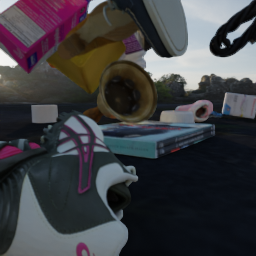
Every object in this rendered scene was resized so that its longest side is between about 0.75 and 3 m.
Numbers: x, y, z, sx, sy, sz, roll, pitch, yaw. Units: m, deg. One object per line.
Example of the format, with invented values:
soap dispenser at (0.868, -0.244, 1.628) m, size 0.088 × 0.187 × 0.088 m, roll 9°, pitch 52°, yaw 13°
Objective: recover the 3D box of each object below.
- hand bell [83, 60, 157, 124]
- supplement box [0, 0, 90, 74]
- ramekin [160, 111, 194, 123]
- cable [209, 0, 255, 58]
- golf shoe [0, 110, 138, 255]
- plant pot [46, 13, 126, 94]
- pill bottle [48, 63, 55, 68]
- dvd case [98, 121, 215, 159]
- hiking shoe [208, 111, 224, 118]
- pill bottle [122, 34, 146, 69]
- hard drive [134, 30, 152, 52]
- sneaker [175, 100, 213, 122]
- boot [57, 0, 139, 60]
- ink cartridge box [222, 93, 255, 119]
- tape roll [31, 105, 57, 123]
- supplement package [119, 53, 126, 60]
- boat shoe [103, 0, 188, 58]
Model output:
hand bell at (-0.656, -0.501, 7.482) m, size 1.506 × 1.506 × 2.892 m, roll -4°, pitch -11°, yaw -31°
supplement box at (-1.824, -2.231, 5.994) m, size 1.883 × 0.973 × 0.953 m, roll -48°, pitch 1°, yaw -20°
ramekin at (1.354, -0.203, 7.758) m, size 0.991 × 0.520 × 0.991 m, roll 0°, pitch 6°, yaw 0°
cable at (2.899, -2.579, 6.882) m, size 1.752 × 0.545 × 2.147 m, roll -22°, pitch -16°, yaw -10°
golf shoe at (-0.380, 0.390, 2.158) m, size 0.876 × 0.767 × 1.988 m, roll 18°, pitch 12°, yaw 3°
plant pot at (-1.463, -2.627, 8.858) m, size 2.080 × 2.080 × 1.835 m, roll 37°, pitch -2°, yaw 1°
pill bottle at (-1.922, -2.496, 9.847) m, size 1.840 × 0.977 × 0.977 m, roll 1°, pitch 6°, yaw 24°
dvd case at (0.318, 0.122, 5.721) m, size 2.101 × 0.317 × 2.878 m, roll 4°, pitch 7°, yaw 34°
hiking shoe at (3.876, -0.614, 12.411) m, size 0.785 × 0.340 × 0.292 m, roll 1°, pitch 6°, yaw 6°
pill bottle at (-0.004, -3.610, 11.685) m, size 1.397 × 2.489 × 1.397 m, roll -13°, pitch 20°, yaw 5°
hard drive at (0.254, -3.515, 8.594) m, size 0.485 × 1.792 × 2.565 m, roll -28°, pitch -2°, yaw 3°
sneaker at (2.817, -0.626, 10.590) m, size 2.026 × 0.762 × 1.059 m, roll -12°, pitch 9°, yaw -37°
boot at (-0.385, -1.932, 5.153) m, size 1.904 × 0.670 × 1.363 m, roll -22°, pitch 24°, yaw 23°
ink cartridge box at (4.888, -0.989, 12.291) m, size 1.297 × 0.951 × 0.947 m, roll 11°, pitch 8°, yaw 16°
tape roll at (-3.044, -0.521, 10.229) m, size 0.906 × 0.622 × 0.906 m, roll 0°, pitch 6°, yaw 0°
supplement package at (-0.558, -2.544, 10.245) m, size 0.585 × 0.752 × 0.417 m, roll 31°, pitch -8°, yaw 25°
boat shoe at (-0.033, -2.015, 3.708) m, size 0.781 × 2.526 × 0.946 m, roll -19°, pitch 22°, yaw 37°
